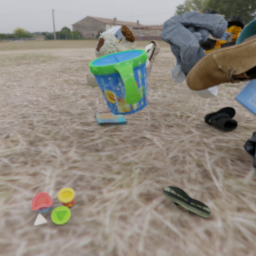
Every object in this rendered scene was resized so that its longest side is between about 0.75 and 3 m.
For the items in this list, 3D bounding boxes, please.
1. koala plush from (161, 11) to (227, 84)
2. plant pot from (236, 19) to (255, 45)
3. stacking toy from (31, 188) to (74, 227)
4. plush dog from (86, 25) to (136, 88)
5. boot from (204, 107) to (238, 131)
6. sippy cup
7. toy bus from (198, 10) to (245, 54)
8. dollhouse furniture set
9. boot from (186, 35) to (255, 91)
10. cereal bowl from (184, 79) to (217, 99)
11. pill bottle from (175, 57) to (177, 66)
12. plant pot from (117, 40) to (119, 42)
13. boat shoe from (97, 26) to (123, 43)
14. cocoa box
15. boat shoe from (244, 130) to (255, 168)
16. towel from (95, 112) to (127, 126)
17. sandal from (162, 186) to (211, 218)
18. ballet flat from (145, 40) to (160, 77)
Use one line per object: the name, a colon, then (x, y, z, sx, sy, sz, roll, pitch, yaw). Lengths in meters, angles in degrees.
koala plush: (1.899, -2.360, 8.567, 1.659, 1.871, 1.719, -40, 50, -13)
plant pot: (4.729, -2.682, 9.390, 1.360, 1.695, 1.695, 6, 14, -35)
stacking toy: (-1.771, 1.971, 6.708, 1.013, 0.428, 0.917, -5, 47, -5)
plush dog: (-0.289, -2.645, 10.930, 2.020, 2.518, 2.163, 26, 55, -6)
boot: (4.324, -0.385, 12.127, 1.720, 0.647, 1.286, -20, 20, -20)
sippy cup: (-0.149, -1.319, 8.401, 1.765, 1.648, 2.248, -2, 27, 26)
toy bus: (3.360, -3.278, 11.086, 2.254, 1.530, 2.164, 15, -19, -4)
dollhouse furniture set: (3.222, -3.382, 9.515, 0.554, 0.786, 0.550, -6, 30, -31)
boot: (2.464, -1.415, 6.774, 2.408, 0.886, 0.908, -24, 38, 34)
cereal bowl: (2.940, -2.055, 11.865, 0.805, 1.933, 1.933, -28, 5, 32)
pill bottle: (2.860, -3.772, 13.272, 1.226, 2.308, 1.226, -4, 49, 4)
plant pot: (-0.770, -3.739, 13.804, 1.042, 0.981, 1.042, -22, -3, -1)
boat shoe: (-0.892, -3.721, 11.547, 0.692, 0.600, 1.624, 22, 60, 34)
cocoa box: (4.490, -1.264, 7.493, 1.857, 2.784, 1.827, 42, 16, 12)
boat shoe: (4.287, 0.675, 9.342, 0.791, 0.835, 2.389, 6, 29, 12)
towel: (-0.844, -0.482, 13.085, 1.304, 0.193, 1.778, -4, 21, -11)
sandal: (1.367, 1.854, 6.838, 1.272, 0.363, 0.505, 29, 30, 25)
ballet flat: (0.839, -3.189, 12.960, 0.729, 0.720, 2.142, 10, 65, 29)
